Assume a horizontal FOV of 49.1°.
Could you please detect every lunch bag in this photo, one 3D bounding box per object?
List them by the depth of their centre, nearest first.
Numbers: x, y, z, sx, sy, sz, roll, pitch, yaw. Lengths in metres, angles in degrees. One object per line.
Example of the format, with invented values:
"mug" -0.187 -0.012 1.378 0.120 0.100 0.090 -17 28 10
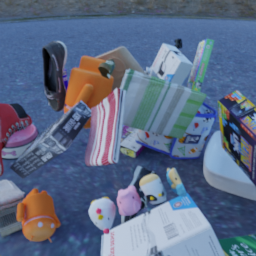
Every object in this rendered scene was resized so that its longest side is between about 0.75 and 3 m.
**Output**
"lunch bag" 1.843 -0.113 10.999 2.715 2.308 1.681 21 40 12

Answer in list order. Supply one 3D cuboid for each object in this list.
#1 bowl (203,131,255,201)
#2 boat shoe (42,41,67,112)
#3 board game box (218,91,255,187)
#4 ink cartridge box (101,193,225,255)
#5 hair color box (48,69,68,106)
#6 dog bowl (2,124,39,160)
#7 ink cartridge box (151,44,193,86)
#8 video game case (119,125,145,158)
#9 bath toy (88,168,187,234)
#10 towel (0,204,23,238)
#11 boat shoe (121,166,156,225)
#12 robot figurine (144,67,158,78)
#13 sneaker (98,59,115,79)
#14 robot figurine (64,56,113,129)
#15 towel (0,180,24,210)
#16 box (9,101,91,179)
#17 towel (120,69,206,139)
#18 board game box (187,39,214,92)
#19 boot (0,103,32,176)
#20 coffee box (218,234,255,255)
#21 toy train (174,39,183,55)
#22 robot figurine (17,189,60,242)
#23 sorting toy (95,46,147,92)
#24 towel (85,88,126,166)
"bowl" 4.213 1.409 9.940 2.975 1.110 2.970 14 33 21
"boat shoe" -2.574 -1.630 9.416 0.849 2.538 0.723 25 34 24
"board game box" 3.340 0.445 7.681 0.672 2.370 1.959 -28 48 -1
"ink cartridge box" 0.517 2.040 4.827 1.823 0.783 1.335 -27 9 1
"hair color box" -2.609 -1.491 10.331 0.723 1.323 0.429 5 22 20
"dog bowl" -4.713 0.468 11.882 2.017 0.744 2.017 0 31 0
"ink cartridge box" 1.386 -1.992 9.093 0.549 0.951 1.311 8 36 -29
"video game case" -0.028 0.292 12.424 2.058 0.407 2.271 19 36 22
"bath toy" 0.087 0.935 3.543 1.272 0.553 0.470 -25 39 5
"towel" -3.434 2.769 8.599 1.125 0.194 1.083 -15 37 -28
"boat shoe" 0.289 1.707 7.077 0.581 0.712 1.926 12 30 10
"robot figurine" 1.117 -2.094 11.211 0.958 0.813 0.541 16 49 -14
"sneaker" -0.577 -1.740 7.851 0.359 0.480 1.070 25 -5 1
"robot figurine" -1.360 -1.086 9.485 1.484 2.544 1.830 5 14 -34
"towel" -4.522 2.232 8.736 2.224 0.383 1.474 -13 22 -42
"box" -2.091 0.328 7.698 2.145 0.534 1.691 -32 19 34
"towel" 0.756 -0.592 7.685 2.270 1.694 0.348 14 39 -12
"board game box" 2.349 -1.958 9.324 0.262 1.799 1.211 14 11 1
"boot" -3.456 0.246 8.077 1.769 0.888 2.452 2 55 -47
"coffee box" 2.879 3.059 6.222 2.227 0.490 1.369 7 23 -29
"toy train" 2.110 -2.988 11.673 0.334 1.457 0.249 -16 31 -19
"robot figurine" -2.568 2.546 8.079 0.930 1.147 1.595 -17 45 -8
"sorting toy" -0.375 -1.998 10.196 2.006 1.856 0.366 -11 45 41
"towel" -0.571 0.080 6.242 0.240 1.518 2.107 10 -12 -20
